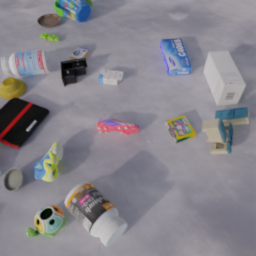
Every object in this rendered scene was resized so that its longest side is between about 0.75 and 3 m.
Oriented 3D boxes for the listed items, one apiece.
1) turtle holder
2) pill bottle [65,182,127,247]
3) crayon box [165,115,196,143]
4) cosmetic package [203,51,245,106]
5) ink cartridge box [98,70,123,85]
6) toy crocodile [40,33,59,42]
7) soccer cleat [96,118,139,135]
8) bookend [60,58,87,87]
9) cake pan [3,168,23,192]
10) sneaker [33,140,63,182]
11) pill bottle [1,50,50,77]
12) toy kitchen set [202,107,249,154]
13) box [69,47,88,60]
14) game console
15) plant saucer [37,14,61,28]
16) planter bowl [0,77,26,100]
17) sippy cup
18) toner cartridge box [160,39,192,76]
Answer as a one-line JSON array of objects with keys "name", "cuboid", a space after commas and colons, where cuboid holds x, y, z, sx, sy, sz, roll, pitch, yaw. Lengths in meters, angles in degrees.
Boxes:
[{"name": "turtle holder", "cuboid": [-2.452, 2.730, 8.294, 1.099, 0.780, 0.835, -12, 53, -10]}, {"name": "pill bottle", "cuboid": [-0.948, 2.526, 8.283, 1.800, 1.047, 1.047, 37, 60, 26]}, {"name": "crayon box", "cuboid": [1.992, 0.040, 10.719, 0.822, 0.278, 0.952, -16, 58, -16]}, {"name": "cosmetic package", "cuboid": [4.017, -2.139, 11.922, 0.937, 1.189, 2.210, -4, 53, -2]}, {"name": "ink cartridge box", "cuboid": [-0.760, -2.258, 12.539, 1.040, 0.353, 0.598, 7, 52, 6]}, {"name": "toy crocodile", "cuboid": [-4.075, -4.658, 14.511, 1.063, 0.328, 0.359, 14, 52, 5]}, {"name": "soccer cleat", "cuboid": [-0.385, -0.107, 10.719, 1.654, 0.552, 0.633, 0, 54, 5]}, {"name": "bookend", "cuboid": [-2.402, -2.516, 12.586, 1.154, 0.535, 1.161, -10, 52, -3]}, {"name": "cake pan", "cuboid": [-3.792, 1.723, 9.303, 0.785, 0.144, 0.785, -7, 71, 21]}, {"name": "sneaker", "cuboid": [-2.820, 1.094, 9.704, 0.869, 0.627, 1.655, -4, 45, 7]}, {"name": "pill bottle", "cuboid": [-4.581, -2.878, 12.590, 1.936, 1.053, 1.053, -9, 52, -6]}, {"name": "toy kitchen set", "cuboid": [3.498, -0.239, 9.891, 1.207, 1.642, 2.049, -6, 46, 30]}, {"name": "box", "cuboid": [-2.384, -3.586, 13.705, 0.597, 0.208, 1.002, 18, 51, 14]}, {"name": "game console", "cuboid": [-4.404, -0.252, 11.014, 1.843, 0.323, 2.083, 21, 54, 12]}, {"name": "plant saucer", "cuboid": [-4.379, -5.913, 15.552, 1.288, 0.207, 1.288, -1, 51, 1]}, {"name": "planter bowl", "cuboid": [-5.061, -1.816, 12.045, 1.189, 0.495, 1.189, -3, 53, 4]}, {"name": "sippy cup", "cuboid": [-2.920, -6.629, 15.383, 1.514, 1.622, 2.066, 40, 86, 16]}, {"name": "toner cartridge box", "cuboid": [2.239, -3.424, 13.384, 1.058, 0.481, 2.228, -5, 52, -4]}]
